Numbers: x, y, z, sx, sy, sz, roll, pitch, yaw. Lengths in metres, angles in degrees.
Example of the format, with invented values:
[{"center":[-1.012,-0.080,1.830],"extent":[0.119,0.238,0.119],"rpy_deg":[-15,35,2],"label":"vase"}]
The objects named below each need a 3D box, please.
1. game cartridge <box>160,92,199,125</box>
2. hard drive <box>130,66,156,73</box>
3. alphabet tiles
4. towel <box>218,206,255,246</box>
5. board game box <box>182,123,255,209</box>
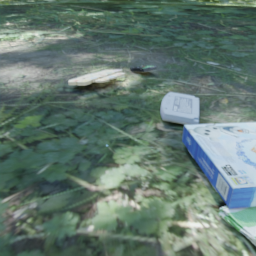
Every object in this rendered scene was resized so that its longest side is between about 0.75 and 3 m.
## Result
[{"center":[1.892,-0.723,10.257],"extent":[1.372,0.416,2.058],"rpy_deg":[14,30,7],"label":"game cartridge"},{"center":[0.765,-2.999,14.218],"extent":[0.822,0.223,1.177],"rpy_deg":[-19,21,-31],"label":"hard drive"},{"center":[-1.470,-2.335,12.813],"extent":[2.408,0.180,2.462],"rpy_deg":[9,27,41],"label":"alphabet tiles"},{"center":[2.900,2.023,5.640],"extent":[1.332,0.204,1.746],"rpy_deg":[-9,26,-28],"label":"towel"},{"center":[3.315,0.768,7.327],"extent":[2.944,0.642,2.958],"rpy_deg":[-3,27,-9],"label":"board game box"}]
